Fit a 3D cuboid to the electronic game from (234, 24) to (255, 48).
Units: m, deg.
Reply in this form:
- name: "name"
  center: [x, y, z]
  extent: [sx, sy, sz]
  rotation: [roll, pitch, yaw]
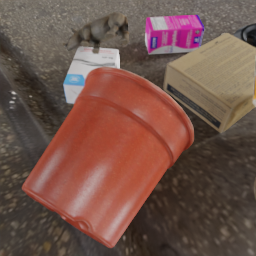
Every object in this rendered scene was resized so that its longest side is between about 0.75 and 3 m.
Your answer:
- name: "electronic game"
  center: [5.002, -3.087, 10.134]
  extent: [2.331, 0.485, 2.331]
  rotation: [-1, 50, 2]

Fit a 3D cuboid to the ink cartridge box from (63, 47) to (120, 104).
- name: "ink cartridge box"
  center: [-1.052, -1.819, 8.877]
  extent: [1.369, 0.788, 2.364]
  rotation: [5, 50, 4]

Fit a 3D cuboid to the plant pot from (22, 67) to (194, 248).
- name: "plant pot"
  center: [-0.485, 0.673, 5.639]
  extent: [2.710, 2.710, 2.635]
  rotation: [25, 65, 20]

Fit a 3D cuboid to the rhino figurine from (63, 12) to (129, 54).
- name: "rhino figurine"
  center: [-1.053, -2.869, 8.658]
  extent: [2.436, 0.728, 1.065]
  rotation: [-6, 61, 28]

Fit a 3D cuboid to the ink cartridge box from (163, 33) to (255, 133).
- name: "ink cartridge box"
  center: [2.864, -1.478, 8.381]
  extent: [2.821, 1.059, 2.324]
  rotation: [-32, 57, -25]

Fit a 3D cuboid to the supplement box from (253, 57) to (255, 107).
- name: "supplement box"
  center: [4.114, -0.448, 6.431]
  extent: [2.837, 1.043, 1.788]
  rotation: [40, 49, -21]

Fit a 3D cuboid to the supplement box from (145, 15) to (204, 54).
- name: "supplement box"
  center: [1.618, -3.348, 10.050]
  extent: [1.895, 0.959, 0.979]
  rotation: [-4, 50, -3]

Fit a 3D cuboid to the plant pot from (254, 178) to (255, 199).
- name: "plant pot"
  center: [3.287, 1.016, 5.487]
  extent: [1.489, 1.292, 1.489]
  rotation: [-11, 51, 14]
